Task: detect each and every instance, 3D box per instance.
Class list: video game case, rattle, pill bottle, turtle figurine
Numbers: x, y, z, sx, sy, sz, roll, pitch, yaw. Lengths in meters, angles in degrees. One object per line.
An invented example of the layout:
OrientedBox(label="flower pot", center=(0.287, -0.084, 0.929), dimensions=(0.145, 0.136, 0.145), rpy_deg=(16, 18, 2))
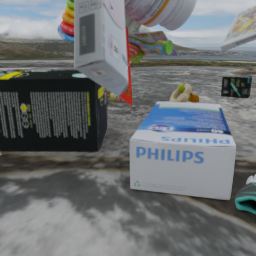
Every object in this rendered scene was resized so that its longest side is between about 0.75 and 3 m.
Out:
OrientedBox(label="video game case", center=(3.704, -3.077, 8.037), dimensions=(1.699, 0.214, 1.867), rpy_deg=(-10, 39, 49))
OrientedBox(label="rattle", center=(2.046, -0.845, 9.977), dimensions=(0.966, 1.059, 1.483), rpy_deg=(-26, 28, 18))
OrientedBox(label="pill bottle", center=(0.145, -2.838, 5.384), dimensions=(2.370, 1.295, 1.295), rpy_deg=(20, 6, -28))
OrientedBox(label="turtle figurine", center=(-1.105, -1.516, 11.220), dimensions=(1.946, 0.777, 2.413), rpy_deg=(-3, 17, -10))

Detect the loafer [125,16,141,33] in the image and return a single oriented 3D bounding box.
OrientedBox(label="loafer", center=(0.347, -3.722, 7.544), dimensions=(0.922, 2.642, 0.924), rpy_deg=(35, 26, -1))

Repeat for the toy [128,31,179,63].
OrientedBox(label="toy", center=(0.204, -2.167, 7.874), dimensions=(2.134, 0.504, 1.229), rpy_deg=(5, -14, 32))

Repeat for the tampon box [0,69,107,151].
OrientedBox(label="tampon box", center=(-1.788, -0.507, 6.469), dimensions=(2.480, 1.565, 1.858), rpy_deg=(0, 17, 1))

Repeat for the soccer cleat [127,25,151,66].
OrientedBox(label="soccer cleat", center=(0.319, -2.758, 9.847), dimensions=(0.712, 1.649, 0.576), rpy_deg=(34, 37, 7))

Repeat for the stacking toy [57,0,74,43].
OrientedBox(label="stacking toy", center=(-1.514, -3.860, 8.823), dimensions=(1.178, 2.147, 1.246), rpy_deg=(-15, 48, -31))

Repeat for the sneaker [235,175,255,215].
OrientedBox(label="sneaker", center=(1.876, 1.045, 3.413), dimensions=(0.582, 0.495, 1.276), rpy_deg=(-25, 22, -24))

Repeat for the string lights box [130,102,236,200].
OrientedBox(label="string lights box", center=(1.072, 0.183, 5.359), dimensions=(1.506, 0.864, 2.931), rpy_deg=(4, 17, 13))

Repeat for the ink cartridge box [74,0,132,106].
OrientedBox(label="ink cartridge box", center=(-0.145, -1.477, 4.671), dimensions=(0.625, 1.782, 2.192), rpy_deg=(-8, -12, 24))

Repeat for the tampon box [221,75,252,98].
OrientedBox(label="tampon box", center=(4.647, -1.797, 12.028), dimensions=(1.131, 0.848, 0.714), rpy_deg=(8, 18, 24))
